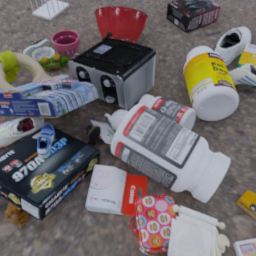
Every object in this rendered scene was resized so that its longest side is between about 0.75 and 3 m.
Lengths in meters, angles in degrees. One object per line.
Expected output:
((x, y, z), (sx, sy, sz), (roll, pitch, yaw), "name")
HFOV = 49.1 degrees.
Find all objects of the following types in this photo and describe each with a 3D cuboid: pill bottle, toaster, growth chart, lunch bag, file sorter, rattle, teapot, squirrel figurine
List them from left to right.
((-2.892, 2.122, 7.465), (0.589, 0.777, 0.832), (34, 59, 25), "squirrel figurine")
((-3.717, -1.277, 10.489), (2.998, 2.142, 1.952), (25, 37, -26), "rattle")
((-4.013, -6.461, 14.257), (1.165, 1.045, 1.679), (22, 55, 17), "file sorter")
((-0.441, -2.106, 10.146), (2.382, 1.563, 2.634), (23, 49, 25), "toaster")
((-0.184, -0.312, 9.520), (0.882, 0.653, 0.894), (36, 58, 25), "teapot")
((0.680, 2.482, 7.282), (1.262, 0.587, 1.433), (-4, 53, -3), "lunch bag")
((1.230, -0.432, 9.321), (1.778, 1.030, 1.030), (25, 55, 29), "pill bottle")
((1.152, 0.724, 7.897), (2.966, 1.718, 1.718), (31, 57, 12), "pill bottle")
((1.546, 3.046, 6.394), (1.849, 0.227, 2.555), (31, 48, -11), "growth chart")
((2.842, -1.693, 10.019), (1.510, 1.510, 2.765), (-2, 49, -1), "pill bottle")

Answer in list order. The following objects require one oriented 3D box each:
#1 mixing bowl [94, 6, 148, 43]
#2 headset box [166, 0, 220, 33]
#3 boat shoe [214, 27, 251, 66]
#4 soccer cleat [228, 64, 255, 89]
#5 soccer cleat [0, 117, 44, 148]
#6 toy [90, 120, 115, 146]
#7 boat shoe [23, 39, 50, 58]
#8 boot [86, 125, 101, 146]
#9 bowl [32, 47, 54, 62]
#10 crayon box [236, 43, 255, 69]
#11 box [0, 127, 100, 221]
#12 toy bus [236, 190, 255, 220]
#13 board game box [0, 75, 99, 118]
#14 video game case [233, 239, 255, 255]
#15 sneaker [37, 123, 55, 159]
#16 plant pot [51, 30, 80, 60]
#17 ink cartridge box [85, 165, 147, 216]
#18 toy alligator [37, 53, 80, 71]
((-0.341, -4.234, 12.023), (2.288, 2.288, 1.239), (5, 95, 4), "mixing bowl")
((3.253, -5.698, 13.756), (2.210, 0.853, 1.644), (-26, 55, -17), "headset box")
((4.610, -3.750, 12.093), (1.093, 0.971, 2.972), (27, 56, 20), "boat shoe")
((4.228, -2.012, 10.424), (2.089, 0.902, 0.730), (11, 49, 37), "soccer cleat")
((-3.615, 0.085, 8.712), (2.027, 0.875, 0.708), (-26, 97, 5), "soccer cleat")
((-0.758, 0.240, 9.196), (0.722, 0.296, 1.253), (11, 26, -41), "toy")
((-4.067, -3.491, 12.232), (0.452, 0.502, 1.421), (28, 49, 21), "boat shoe")
((-1.173, 0.056, 8.940), (0.368, 0.951, 0.657), (1, 52, -27), "boot")
((-3.527, -2.953, 11.793), (0.928, 0.436, 0.928), (0, 49, 1), "bowl")
((5.689, -2.348, 11.099), (2.572, 0.749, 1.528), (21, 54, 16), "crayon box")
((-2.361, 1.084, 7.936), (2.107, 0.610, 2.651), (24, 37, 18), "box")
((3.622, 2.274, 7.512), (0.425, 0.511, 1.306), (-35, 59, -27), "toy bus")
((-2.380, -1.121, 9.022), (2.562, 0.790, 2.561), (3, 24, 32), "board game box")
((3.774, 3.797, 6.466), (1.798, 0.226, 2.511), (-7, 52, -6), "video game case")
((-2.304, 0.298, 7.826), (0.392, 0.436, 1.059), (1, 62, -3), "sneaker")
((-2.548, -3.363, 11.756), (1.132, 1.013, 1.132), (0, 51, 0), "plant pot")
((-0.298, 1.777, 8.010), (1.607, 0.459, 1.306), (4, 52, 7), "ink cartridge box")
((-2.823, -2.679, 11.412), (1.809, 0.600, 0.435), (-16, 62, -7), "toy alligator")
